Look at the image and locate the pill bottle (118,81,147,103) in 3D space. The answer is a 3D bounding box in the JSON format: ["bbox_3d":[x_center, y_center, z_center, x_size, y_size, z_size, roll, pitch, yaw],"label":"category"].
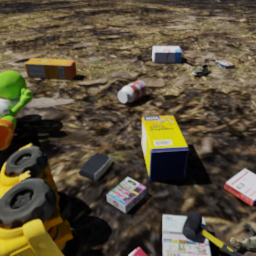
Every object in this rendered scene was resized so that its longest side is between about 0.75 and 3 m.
[{"bbox_3d":[0.152,-1.327,10.516,0.621,0.621,1.107,25,39,34],"label":"pill bottle"}]

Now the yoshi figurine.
[{"bbox_3d":[-3.646,-0.728,8.012,1.661,1.668,2.967,-34,29,13],"label":"yoshi figurine"}]

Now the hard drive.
[{"bbox_3d":[-0.830,0.966,7.223,0.581,0.182,0.862,17,36,21],"label":"hard drive"}]

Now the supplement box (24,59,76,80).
[{"bbox_3d":[-3.467,-2.660,12.589,2.139,0.736,0.712,7,32,7],"label":"supplement box"}]

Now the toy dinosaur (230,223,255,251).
[{"bbox_3d":[2.516,2.088,5.351,1.253,0.297,0.552,1,46,1],"label":"toy dinosaur"}]

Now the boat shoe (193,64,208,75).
[{"bbox_3d":[3.346,-2.682,12.896,0.390,0.326,1.090,35,41,30],"label":"boat shoe"}]

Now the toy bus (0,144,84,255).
[{"bbox_3d":[-2.207,1.752,4.884,2.390,1.689,2.489,-24,34,-8],"label":"toy bus"}]

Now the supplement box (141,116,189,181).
[{"bbox_3d":[0.898,0.474,7.343,0.909,0.904,1.660,-3,32,-4],"label":"supplement box"}]

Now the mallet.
[{"bbox_3d":[1.595,2.115,4.984,1.430,0.294,0.471,38,42,17],"label":"mallet"}]

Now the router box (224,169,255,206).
[{"bbox_3d":[2.814,1.377,6.565,0.808,0.197,0.725,-22,38,-31],"label":"router box"}]

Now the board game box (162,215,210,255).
[{"bbox_3d":[1.044,2.177,5.131,0.831,0.362,1.127,3,31,5],"label":"board game box"}]

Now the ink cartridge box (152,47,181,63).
[{"bbox_3d":[1.978,-3.806,14.520,1.404,0.594,1.015,-1,32,0],"label":"ink cartridge box"}]

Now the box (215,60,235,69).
[{"bbox_3d":[4.796,-3.152,13.887,0.568,0.157,0.832,-12,34,-18],"label":"box"}]

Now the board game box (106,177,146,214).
[{"bbox_3d":[-0.029,1.506,6.325,0.554,0.241,0.751,23,39,33],"label":"board game box"}]

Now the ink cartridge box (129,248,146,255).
[{"bbox_3d":[0.228,2.557,3.338,1.664,0.694,1.208,46,33,14],"label":"ink cartridge box"}]
